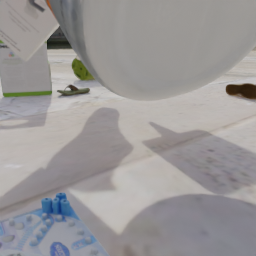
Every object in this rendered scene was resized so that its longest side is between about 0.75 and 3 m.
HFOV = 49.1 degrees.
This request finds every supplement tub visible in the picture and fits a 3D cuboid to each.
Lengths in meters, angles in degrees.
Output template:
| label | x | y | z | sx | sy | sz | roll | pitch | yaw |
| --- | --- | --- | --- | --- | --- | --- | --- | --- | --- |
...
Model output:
| label | x | y | z | sx | sy | sz | roll | pitch | yaw |
| --- | --- | --- | --- | --- | --- | --- | --- | --- | --- |
| supplement tub | -0.107 | -1.778 | 2.583 | 1.780 | 1.780 | 2.905 | -10 | 50 | -28 |

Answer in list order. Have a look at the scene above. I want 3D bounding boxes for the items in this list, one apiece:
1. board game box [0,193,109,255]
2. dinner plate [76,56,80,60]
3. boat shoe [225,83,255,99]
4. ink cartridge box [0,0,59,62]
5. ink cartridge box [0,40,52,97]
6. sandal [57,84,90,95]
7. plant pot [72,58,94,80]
| label | x | y | z | sx | sy | sz | roll | pitch | yaw |
| --- | --- | --- | --- | --- | --- | --- | --- | --- | --- |
| board game box | -1.122 | 1.331 | 2.639 | 1.829 | 0.237 | 1.828 | -11 | 22 | -31 |
| dinner plate | 0.470 | -1.320 | 4.732 | 2.675 | 0.324 | 2.675 | 0 | 9 | 0 |
| boat shoe | 4.424 | -1.415 | 10.424 | 0.557 | 0.558 | 1.548 | -14 | 16 | -32 |
| ink cartridge box | -1.597 | -2.962 | 6.005 | 2.670 | 1.132 | 1.945 | -40 | 25 | 16 |
| ink cartridge box | -3.883 | -2.473 | 10.593 | 1.776 | 2.403 | 0.910 | -5 | 19 | -14 |
| sandal | -2.145 | -1.529 | 10.963 | 1.355 | 0.387 | 0.538 | -13 | 22 | -34 |
| plant pot | -1.930 | -3.348 | 14.617 | 1.900 | 1.900 | 1.804 | 12 | 33 | 31 |
